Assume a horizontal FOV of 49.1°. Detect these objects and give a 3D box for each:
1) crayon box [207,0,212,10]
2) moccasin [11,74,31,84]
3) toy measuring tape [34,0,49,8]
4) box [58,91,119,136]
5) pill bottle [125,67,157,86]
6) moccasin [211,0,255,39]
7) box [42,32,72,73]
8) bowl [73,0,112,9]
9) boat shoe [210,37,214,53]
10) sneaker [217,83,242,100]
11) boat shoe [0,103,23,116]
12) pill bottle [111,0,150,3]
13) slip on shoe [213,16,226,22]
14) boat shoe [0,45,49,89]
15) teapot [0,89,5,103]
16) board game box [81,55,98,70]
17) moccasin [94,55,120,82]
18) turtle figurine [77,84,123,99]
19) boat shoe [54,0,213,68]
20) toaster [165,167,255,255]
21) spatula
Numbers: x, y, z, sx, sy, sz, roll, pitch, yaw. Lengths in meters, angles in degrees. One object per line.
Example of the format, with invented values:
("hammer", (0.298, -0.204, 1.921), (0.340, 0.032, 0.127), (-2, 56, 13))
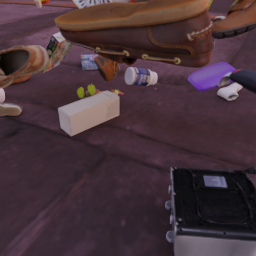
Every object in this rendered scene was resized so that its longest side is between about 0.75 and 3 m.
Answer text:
("crayon box", (1.273, -2.483, 5.537), (0.523, 1.795, 1.066), (25, 3, 15))
("moccasin", (-4.597, -2.081, 11.256), (1.323, 0.511, 0.484), (-14, 36, -21))
("toy measuring tape", (-1.503, -2.352, 4.973), (0.371, 0.371, 1.009), (-11, 40, -16))
("box", (-1.161, -0.490, 8.625), (1.849, 0.760, 0.632), (-24, 41, -34))
("pill bottle", (0.387, -1.444, 7.963), (0.867, 0.481, 0.481), (-1, 30, -30))
("moccasin", (2.429, -2.368, 5.271), (2.121, 0.819, 0.776), (-28, 8, 5))
("box", (-2.291, -2.503, 9.057), (0.289, 1.665, 0.916), (49, 50, -3))
("bowl", (-0.750, -4.569, 9.858), (2.510, 1.178, 2.510), (33, 33, -25))
("boat shoe", (2.153, -3.526, 9.403), (0.850, 2.514, 0.903), (-46, 31, -11))
("sneaker", (3.870, -1.292, 10.226), (1.033, 0.381, 0.597), (-22, 40, -15))
("boat shoe", (-3.999, -0.632, 9.194), (1.113, 0.400, 0.361), (4, 23, 9))
("pill bottle", (0.588, -3.991, 7.735), (2.236, 1.296, 1.296), (-13, 34, -39))
("slip on shoe", (2.994, -3.328, 9.023), (0.387, 0.485, 1.276), (-33, -2, 3))
("boat shoe", (-3.040, -1.491, 6.775), (2.213, 0.838, 0.794), (-20, 2, 15))
("teapot", (-4.919, -1.292, 9.746), (1.165, 0.851, 1.150), (9, 34, 15))
("board game box", (-1.560, -3.061, 12.893), (1.159, 0.358, 1.160), (-7, 34, -9))
("moccasin", (-0.532, -1.740, 7.773), (0.650, 1.685, 0.616), (-33, 82, -1))
("turtle figurine", (-1.115, -1.106, 9.536), (1.661, 0.535, 1.339), (5, 0, 28))
("boat shoe", (-0.059, -1.432, 4.422), (2.813, 0.989, 0.990), (17, 49, 38))
("toaster", (1.612, 1.577, 5.173), (1.795, 1.065, 1.623), (2, 33, 4))
("spatula", (1.544, -0.725, 4.168), (0.828, 0.301, 2.930), (-19, 12, 5))
